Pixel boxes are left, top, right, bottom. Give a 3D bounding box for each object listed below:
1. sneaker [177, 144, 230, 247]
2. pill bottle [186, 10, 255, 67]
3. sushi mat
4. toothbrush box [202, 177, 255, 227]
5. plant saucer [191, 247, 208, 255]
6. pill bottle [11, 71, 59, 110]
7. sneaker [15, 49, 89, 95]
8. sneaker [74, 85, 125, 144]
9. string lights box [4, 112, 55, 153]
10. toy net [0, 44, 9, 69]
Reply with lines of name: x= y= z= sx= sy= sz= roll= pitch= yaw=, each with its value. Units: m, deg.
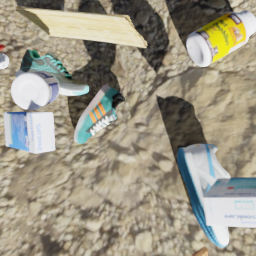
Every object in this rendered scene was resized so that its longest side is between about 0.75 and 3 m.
sneaker: x=2.349 y=1.815 z=7.868 sx=1.159 sy=1.098 sz=2.870 roll=-13 pitch=77 yaw=-8
pill bottle: x=3.068 y=-2.980 z=9.160 sx=2.126 sy=1.161 sz=1.161 roll=-31 pitch=77 yaw=-8
sushi mat: x=-1.059 y=-2.351 z=6.514 sx=2.905 sy=1.390 sz=0.176 roll=14 pitch=85 yaw=22
toothbrush box: x=2.248 y=1.490 z=5.806 sx=1.028 sy=1.405 sz=0.599 roll=-9 pitch=93 yaw=31
plant saucer: x=1.000 y=2.614 z=5.138 sx=1.205 sy=1.205 sz=0.226 roll=-32 pitch=64 yaw=-8
pill bottle: x=-1.774 y=-0.780 z=5.616 sx=0.685 sy=1.233 sz=0.685 roll=0 pitch=103 yaw=0
sneaker: x=-1.977 y=-1.479 z=7.357 sx=2.116 sy=0.821 sz=0.965 roll=19 pitch=104 yaw=11
sneaker: x=-0.850 y=-0.338 z=8.630 sx=0.838 sy=0.748 sz=2.097 roll=27 pitch=75 yaw=12
string lights box: x=-1.990 y=0.047 z=5.533 sx=0.418 sy=1.419 sz=0.729 roll=-7 pitch=98 yaw=-43
toy net: x=-2.797 y=-1.494 z=6.028 sx=0.636 sy=0.234 sz=1.212 roll=-44 pitch=47 yaw=-19
